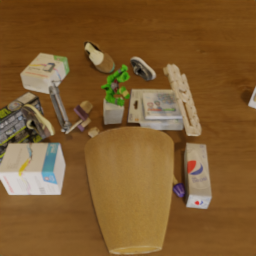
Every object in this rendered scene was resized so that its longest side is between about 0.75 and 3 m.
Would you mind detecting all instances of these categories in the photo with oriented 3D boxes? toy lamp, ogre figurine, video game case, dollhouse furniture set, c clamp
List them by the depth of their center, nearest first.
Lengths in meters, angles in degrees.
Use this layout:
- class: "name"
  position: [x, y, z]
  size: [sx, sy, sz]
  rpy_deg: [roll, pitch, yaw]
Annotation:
- class: "toy lamp"
  position: [1.512, 1.682, 9.461]
  size: [0.420, 0.420, 1.442]
  rpy_deg: [-13, 47, -13]
- class: "ogre figurine"
  position: [-0.419, -1.412, 9.660]
  size: [0.864, 1.442, 0.707]
  rpy_deg: [-7, 2, 39]
- class: "c clamp"
  position: [-2.451, -0.737, 9.975]
  size: [0.277, 2.043, 1.745]
  rpy_deg: [-25, 23, -26]
- class: "video game case"
  position: [1.398, -0.911, 11.394]
  size: [1.550, 0.184, 1.411]
  rpy_deg: [-1, 48, -4]
- class: "dollhouse furniture set"
  position: [-1.934, -0.214, 11.572]
  size: [1.217, 1.359, 1.715]
  rpy_deg: [-37, 15, 19]

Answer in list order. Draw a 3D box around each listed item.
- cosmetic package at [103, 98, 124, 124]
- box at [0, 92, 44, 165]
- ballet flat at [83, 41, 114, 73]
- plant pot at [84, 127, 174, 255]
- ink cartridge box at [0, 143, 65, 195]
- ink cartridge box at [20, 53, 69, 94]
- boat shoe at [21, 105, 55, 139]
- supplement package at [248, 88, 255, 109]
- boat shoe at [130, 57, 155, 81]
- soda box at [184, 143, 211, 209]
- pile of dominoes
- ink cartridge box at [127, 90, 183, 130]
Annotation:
- class: "cosmetic package"
  position: [-0.576, -0.621, 10.594]
  size: [0.692, 1.365, 0.486]
  rpy_deg: [-4, 70, -8]
- class: "box"
  position: [-4.031, 0.180, 9.849]
  size: [0.547, 1.981, 2.473]
  rpy_deg: [27, 51, 23]
- class: "ballet flat"
  position: [-1.661, -3.773, 14.421]
  size: [0.933, 0.995, 2.750]
  rpy_deg: [-46, 47, 16]
- class: "plant pot"
  position: [0.101, 1.897, 7.915]
  size: [2.742, 2.742, 2.943]
  rpy_deg: [-2, 58, -2]
- class: "ink cartridge box"
  position: [-3.081, 1.349, 9.181]
  size: [1.703, 1.249, 1.244]
  rpy_deg: [0, 45, -1]
- class: "ink cartridge box"
  position: [-3.955, -2.644, 13.468]
  size: [1.458, 0.878, 2.007]
  rpy_deg: [12, 47, 11]
- class: "boat shoe"
  position: [-2.986, -0.218, 8.886]
  size: [1.624, 0.594, 0.526]
  rpy_deg: [32, 50, 31]
- class: "supplement package"
  position: [5.889, -1.573, 11.914]
  size: [0.875, 1.539, 0.843]
  rpy_deg: [27, 51, 25]
- class: "boat shoe"
  position: [0.578, -2.918, 13.971]
  size: [0.596, 0.631, 1.760]
  rpy_deg: [-28, 58, -27]
- class: "soda box"
  position: [2.280, 1.543, 9.360]
  size: [0.685, 0.737, 2.159]
  rpy_deg: [4, 46, 5]
- class: "pile of dominoes"
  position: [1.934, -0.926, 10.138]
  size: [0.429, 2.098, 2.692]
  rpy_deg: [-19, 77, 25]
- class: "ink cartridge box"
  position: [1.162, -0.812, 11.907]
  size: [2.244, 0.486, 2.203]
  rpy_deg: [1, 45, 7]
